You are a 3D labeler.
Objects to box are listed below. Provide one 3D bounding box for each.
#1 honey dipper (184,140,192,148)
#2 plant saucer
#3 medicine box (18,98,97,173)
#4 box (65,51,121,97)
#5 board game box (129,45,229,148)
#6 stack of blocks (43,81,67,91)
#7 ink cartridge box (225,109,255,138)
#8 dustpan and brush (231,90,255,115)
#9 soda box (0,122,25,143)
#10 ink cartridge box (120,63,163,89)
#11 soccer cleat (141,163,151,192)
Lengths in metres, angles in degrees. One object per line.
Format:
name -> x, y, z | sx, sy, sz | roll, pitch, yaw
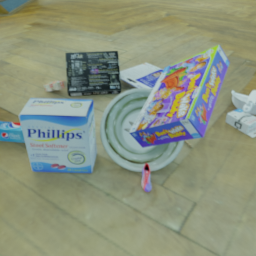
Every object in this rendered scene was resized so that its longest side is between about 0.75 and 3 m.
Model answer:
honey dipper -> 2.010, 0.366, 10.600 | 0.234, 0.234, 1.232 | -20, 42, -26
plant saucer -> 0.485, 0.088, 9.642 | 2.868, 2.868, 0.720 | 0, -10, -1
medicine box -> -2.121, 0.263, 8.946 | 2.021, 2.219, 1.142 | 1, 35, 2
box -> -1.676, -2.622, 13.503 | 2.558, 0.557, 2.049 | -5, 79, -7
board game box -> 1.229, -0.733, 6.526 | 1.663, 0.554, 2.473 | -15, 36, 45
stack of blocks -> -3.549, -2.039, 13.632 | 0.650, 0.331, 1.130 | -29, 23, -36
ink cartridge box -> 4.704, -0.215, 11.214 | 0.773, 0.445, 1.335 | -21, 40, -27
dustpan and brush -> 5.300, -1.052, 12.063 | 2.084, 0.854, 2.986 | 19, 39, 25
soda box -> -4.222, 0.164, 10.554 | 1.668, 0.566, 0.535 | 4, 35, 6
ink cartridge box -> 0.865, -2.485, 14.433 | 2.562, 0.602, 2.532 | -28, 45, -31
soccer cleat -> 0.568, 1.534, 8.666 | 0.305, 0.350, 0.916 | 1, 47, 1
